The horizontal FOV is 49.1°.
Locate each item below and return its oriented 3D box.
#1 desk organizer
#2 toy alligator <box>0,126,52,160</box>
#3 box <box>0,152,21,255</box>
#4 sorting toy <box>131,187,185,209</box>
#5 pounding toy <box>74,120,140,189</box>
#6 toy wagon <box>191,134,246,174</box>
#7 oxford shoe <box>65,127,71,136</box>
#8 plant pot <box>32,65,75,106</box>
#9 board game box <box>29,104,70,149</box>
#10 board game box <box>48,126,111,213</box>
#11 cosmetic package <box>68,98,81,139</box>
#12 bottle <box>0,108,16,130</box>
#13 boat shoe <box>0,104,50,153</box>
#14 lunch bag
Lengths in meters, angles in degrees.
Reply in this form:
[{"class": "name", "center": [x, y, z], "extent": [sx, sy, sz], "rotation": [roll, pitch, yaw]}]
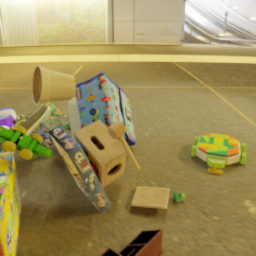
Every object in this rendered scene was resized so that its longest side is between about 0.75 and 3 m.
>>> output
[{"class": "desk organizer", "center": [0.002, 2.551, 5.480], "extent": [0.595, 0.639, 1.660], "rotation": [18, 28, 36]}, {"class": "toy alligator", "center": [-2.671, 0.271, 6.411], "extent": [1.930, 0.524, 0.572], "rotation": [27, 52, -10]}, {"class": "box", "center": [-3.787, 1.893, 5.737], "extent": [2.695, 1.644, 2.595], "rotation": [-6, 23, -13]}, {"class": "sorting toy", "center": [0.835, 1.924, 7.578], "extent": [1.371, 0.202, 1.013], "rotation": [2, 17, 13]}, {"class": "pounding toy", "center": [-0.642, 0.724, 7.585], "extent": [0.993, 2.170, 1.907], "rotation": [-30, 61, -27]}, {"class": "toy wagon", "center": [3.169, 0.849, 9.841], "extent": [1.803, 0.460, 2.324], "rotation": [7, 23, 18]}, {"class": "oxford shoe", "center": [-2.056, -0.084, 11.805], "extent": [1.311, 0.379, 0.493], "rotation": [-25, 52, -19]}, {"class": "plant pot", "center": [-2.095, -1.182, 7.976], "extent": [1.016, 1.110, 1.110], "rotation": [-1, 20, -32]}, {"class": "board game box", "center": [-2.989, -0.063, 10.569], "extent": [1.153, 0.250, 1.714], "rotation": [43, 43, -6]}, {"class": "board game box", "center": [-1.244, 1.066, 7.216], "extent": [0.359, 2.078, 1.408], "rotation": [-33, 35, -19]}, {"class": "cosmetic package", "center": [-1.713, -0.092, 10.286], "extent": [0.829, 0.982, 1.900], "rotation": [-4, 60, -13]}, {"class": "bottle", "center": [-5.265, -0.184, 11.954], "extent": [0.934, 0.730, 2.237], "rotation": [-17, 27, -14]}, {"class": "boat shoe", "center": [-3.568, 0.008, 9.316], "extent": [2.469, 0.738, 0.882], "rotation": [-56, 13, -30]}, {"class": "lunch bag", "center": [-0.546, -0.440, 10.091], "extent": [1.268, 2.029, 2.695], "rotation": [-19, -18, 23]}]
